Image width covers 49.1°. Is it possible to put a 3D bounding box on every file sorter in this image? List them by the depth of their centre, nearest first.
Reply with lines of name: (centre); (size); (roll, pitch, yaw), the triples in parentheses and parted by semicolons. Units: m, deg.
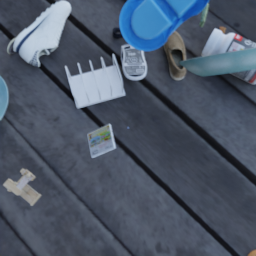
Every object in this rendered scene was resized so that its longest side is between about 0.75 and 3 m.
file sorter: (-1.168, -1.703, 10.014); (1.847, 1.150, 1.281); (-16, 73, -6)

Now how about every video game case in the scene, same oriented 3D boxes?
video game case: (-0.763, 0.374, 7.886); (0.801, 0.092, 0.729); (-24, 65, 24)

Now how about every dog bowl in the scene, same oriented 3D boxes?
dog bowl: (1.087, -3.670, 8.502); (2.981, 0.739, 1.662); (-39, 100, 19)

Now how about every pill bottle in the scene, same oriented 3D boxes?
pill bottle: (3.931, -2.639, 10.227); (2.256, 1.307, 1.307); (29, 74, 9)

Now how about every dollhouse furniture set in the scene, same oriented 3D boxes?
dollhouse furniture set: (-2.382, 1.385, 6.582); (0.501, 1.132, 0.587); (35, 71, 10)

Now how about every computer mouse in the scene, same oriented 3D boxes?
computer mouse: (0.131, -2.779, 10.714); (1.389, 0.556, 2.534); (-1, 66, -5)

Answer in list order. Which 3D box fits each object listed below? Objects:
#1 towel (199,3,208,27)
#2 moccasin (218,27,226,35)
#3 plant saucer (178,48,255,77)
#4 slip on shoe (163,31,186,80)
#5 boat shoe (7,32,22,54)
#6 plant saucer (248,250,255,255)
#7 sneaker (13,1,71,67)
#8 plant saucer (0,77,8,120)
towel: (2.381, -3.545, 8.849); (0.150, 0.821, 0.609); (12, 102, 8)
moccasin: (3.733, -3.546, 11.061); (0.385, 0.365, 0.997); (6, 62, 11)
plant saucer: (2.768, -1.770, 7.661); (2.719, 2.719, 0.523); (-8, 99, -3)
slip on shoe: (1.805, -2.891, 10.663); (0.812, 0.647, 2.135); (-2, 72, -1)
boat shoe: (-4.262, -3.295, 10.939); (0.361, 0.401, 1.114); (28, 68, 14)
plant saucer: (4.063, 4.207, 8.572); (0.852, 0.160, 0.852); (0, 71, 0)
sneaker: (-3.059, -3.653, 10.838); (1.174, 1.115, 2.917); (38, 75, -7)
plant saucer: (-5.663, -0.827, 10.030); (2.929, 0.564, 2.929); (0, 71, 0)
